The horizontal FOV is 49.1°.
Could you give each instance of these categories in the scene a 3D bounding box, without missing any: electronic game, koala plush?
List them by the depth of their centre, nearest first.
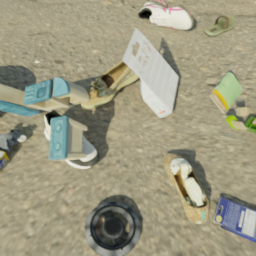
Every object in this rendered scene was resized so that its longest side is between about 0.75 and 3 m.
[{"bbox_3d":[-0.371,2.411,6.721,1.338,0.278,1.338,3,51,-3],"label":"electronic game"},{"bbox_3d":[-3.570,0.343,8.466,0.690,0.716,0.779,13,27,27],"label":"koala plush"}]

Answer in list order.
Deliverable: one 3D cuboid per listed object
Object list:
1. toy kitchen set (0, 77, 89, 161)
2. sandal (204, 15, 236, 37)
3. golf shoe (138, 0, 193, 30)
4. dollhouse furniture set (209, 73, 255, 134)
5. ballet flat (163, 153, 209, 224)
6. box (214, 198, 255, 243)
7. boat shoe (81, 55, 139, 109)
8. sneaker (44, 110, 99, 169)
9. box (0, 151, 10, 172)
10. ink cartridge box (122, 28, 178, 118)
[{"bbox_3d":[-2.685,-0.157,7.828,2.798,1.648,2.241,-9,75,33],"label":"toy kitchen set"},{"bbox_3d":[4.388,-4.876,13.123,0.818,0.588,2.059,36,57,28],"label":"sandal"},{"bbox_3d":[1.743,-5.120,13.149,1.347,1.062,2.925,-40,51,-15],"label":"golf shoe"},{"bbox_3d":[3.378,-0.594,8.255,1.009,2.018,0.779,-48,23,-7],"label":"dollhouse furniture set"},{"bbox_3d":[1.555,1.374,7.366,0.782,0.724,2.217,-13,49,-13],"label":"ballet flat"},{"bbox_3d":[2.778,2.280,6.895,1.234,0.200,0.748,21,51,16],"label":"box"},{"bbox_3d":[-0.678,-1.650,9.822,2.529,0.793,0.927,-39,57,-12],"label":"boat shoe"},{"bbox_3d":[-1.754,0.327,8.205,2.306,0.922,0.850,34,55,25],"label":"sneaker"},{"bbox_3d":[-4.174,0.808,8.081,1.338,0.430,0.469,15,49,14],"label":"box"},{"bbox_3d":[0.676,-1.804,9.327,0.612,2.440,1.979,-27,33,39],"label":"ink cartridge box"}]
